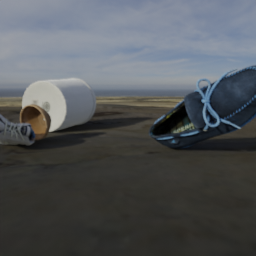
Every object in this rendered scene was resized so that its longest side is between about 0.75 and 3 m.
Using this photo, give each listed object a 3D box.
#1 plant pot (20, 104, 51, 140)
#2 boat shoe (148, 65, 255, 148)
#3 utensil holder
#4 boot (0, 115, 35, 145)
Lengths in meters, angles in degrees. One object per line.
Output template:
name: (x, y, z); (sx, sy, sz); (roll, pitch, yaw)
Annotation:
plant pot: (-2.381, -0.188, 7.467); (0.960, 0.960, 0.443); (4, 18, 28)
boat shoe: (1.489, -0.231, 5.551); (0.949, 1.163, 2.764); (11, -38, -34)
utensil holder: (-2.317, -0.820, 9.712); (1.767, 1.767, 2.080); (2, 11, 17)
boot: (-2.686, -0.021, 6.301); (0.933, 0.718, 1.952); (3, -11, -4)
